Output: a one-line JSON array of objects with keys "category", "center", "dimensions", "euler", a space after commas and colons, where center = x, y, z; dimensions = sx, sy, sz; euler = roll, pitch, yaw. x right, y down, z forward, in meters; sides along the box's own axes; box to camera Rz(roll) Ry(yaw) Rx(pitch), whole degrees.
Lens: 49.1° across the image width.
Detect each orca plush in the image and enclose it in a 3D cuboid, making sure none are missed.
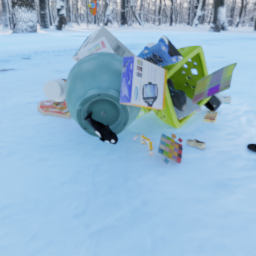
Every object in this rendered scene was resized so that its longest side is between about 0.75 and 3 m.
[{"category": "orca plush", "center": [-0.743, -0.029, 8.833], "dimensions": [1.297, 0.461, 0.682], "euler": [52, 39, 3]}]

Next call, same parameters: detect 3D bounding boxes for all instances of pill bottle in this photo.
[{"category": "pill bottle", "center": [-2.701, -1.533, 11.339], "dimensions": [0.920, 0.920, 1.581], "euler": [6, 10, 13]}]

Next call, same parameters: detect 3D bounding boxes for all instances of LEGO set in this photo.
[{"category": "LEGO set", "center": [0.612, 0.618, 9.643], "dimensions": [0.458, 0.370, 0.995], "euler": [-22, 57, -33]}]

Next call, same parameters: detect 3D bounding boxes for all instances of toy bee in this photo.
[{"category": "toy bee", "center": [-1.386, -5.006, 11.271], "dimensions": [0.448, 0.825, 0.540], "euler": [43, 20, 24]}]

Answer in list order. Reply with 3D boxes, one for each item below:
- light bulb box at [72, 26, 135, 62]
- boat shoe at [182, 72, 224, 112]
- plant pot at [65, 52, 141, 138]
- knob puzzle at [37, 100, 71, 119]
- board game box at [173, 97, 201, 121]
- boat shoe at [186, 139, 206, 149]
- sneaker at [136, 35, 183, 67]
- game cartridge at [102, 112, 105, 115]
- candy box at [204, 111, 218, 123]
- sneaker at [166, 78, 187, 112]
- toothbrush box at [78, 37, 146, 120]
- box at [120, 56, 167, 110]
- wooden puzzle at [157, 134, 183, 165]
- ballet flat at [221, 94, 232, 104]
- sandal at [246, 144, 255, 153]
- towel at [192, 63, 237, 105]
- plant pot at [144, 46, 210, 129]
[{"category": "light bulb box", "center": [-1.139, -3.308, 13.444], "dimensions": [1.479, 2.349, 2.370], "euler": [-57, 24, -10]}, {"category": "boat shoe", "center": [3.249, -1.788, 13.311], "dimensions": [2.741, 0.941, 0.776], "euler": [36, 67, 8]}, {"category": "plant pot", "center": [-0.817, -0.869, 9.620], "dimensions": [2.909, 2.909, 1.949], "euler": [-1, 33, -2]}, {"category": "knob puzzle", "center": [-3.347, -1.178, 13.735], "dimensions": [2.721, 0.377, 2.721], "euler": [0, 25, 0]}, {"category": "board game box", "center": [2.326, -0.820, 11.827], "dimensions": [1.095, 0.142, 1.095], "euler": [-26, 39, -10]}, {"category": "boat shoe", "center": [2.439, 0.521, 10.060], "dimensions": [0.290, 0.261, 0.804], "euler": [-23, 29, -33]}, {"category": "sneaker", "center": [0.963, -2.440, 10.128], "dimensions": [1.252, 1.103, 2.809], "euler": [-46, 16, -5]}, {"category": "game cartridge", "center": [-1.463, -1.035, 11.568], "dimensions": [0.390, 1.926, 1.284], "euler": [-14, 28, 41]}, {"category": "candy box", "center": [3.670, -0.488, 12.388], "dimensions": [0.493, 0.236, 0.853], "euler": [10, 27, 22]}, {"category": "sneaker", "center": [1.612, -1.273, 11.208], "dimensions": [0.854, 0.812, 2.154], "euler": [-9, 36, -17]}, {"category": "toothbrush box", "center": [-0.564, -1.717, 11.013], "dimensions": [1.239, 2.878, 2.095], "euler": [-29, 55, 9]}, {"category": "box", "center": [0.475, -1.374, 8.928], "dimensions": [0.492, 1.413, 2.374], "euler": [4, 0, 37]}, {"category": "wooden puzzle", "center": [1.392, 0.656, 9.114], "dimensions": [0.831, 0.098, 1.401], "euler": [27, 45, -10]}, {"category": "ballet flat", "center": [4.646, -1.568, 14.500], "dimensions": [1.401, 0.503, 0.503], "euler": [8, 26, 18]}, {"category": "sandal", "center": [5.005, 0.655, 9.726], "dimensions": [1.679, 0.378, 0.631], "euler": [6, 25, 12]}, {"category": "towel", "center": [2.869, -1.484, 9.475], "dimensions": [1.682, 0.192, 1.208], "euler": [-27, 32, 51]}, {"category": "plant pot", "center": [1.765, -1.893, 12.007], "dimensions": [2.567, 2.554, 2.329], "euler": [-40, 38, -22]}]
